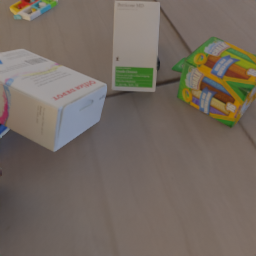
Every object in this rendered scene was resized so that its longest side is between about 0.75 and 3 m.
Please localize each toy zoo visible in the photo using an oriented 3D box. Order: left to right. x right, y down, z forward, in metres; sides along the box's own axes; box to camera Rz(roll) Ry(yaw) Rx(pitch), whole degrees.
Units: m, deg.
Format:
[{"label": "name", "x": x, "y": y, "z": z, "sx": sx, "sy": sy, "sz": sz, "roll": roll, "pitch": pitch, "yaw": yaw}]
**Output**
[{"label": "toy zoo", "x": -3.965, "y": -4.980, "z": 11.520, "sx": 1.211, "sy": 0.189, "sz": 1.846, "roll": 32, "pitch": 59, "yaw": 21}]

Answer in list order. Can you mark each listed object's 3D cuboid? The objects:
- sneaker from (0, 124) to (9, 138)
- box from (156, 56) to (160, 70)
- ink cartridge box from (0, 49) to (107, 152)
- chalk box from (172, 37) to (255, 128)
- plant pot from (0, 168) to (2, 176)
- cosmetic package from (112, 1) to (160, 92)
[{"label": "sneaker", "x": -3.686, "y": 0.188, "z": 7.461, "sx": 0.526, "sy": 0.597, "sz": 1.340, "roll": 13, "pitch": 62, "yaw": 9}, {"label": "box", "x": 0.393, "y": -2.495, "z": 9.596, "sx": 1.103, "sy": 0.357, "sz": 1.399, "roll": -7, "pitch": 54, "yaw": -7}, {"label": "ink cartridge box", "x": -2.381, "y": -0.876, "z": 7.353, "sx": 2.991, "sy": 1.266, "sz": 2.161, "roll": 24, "pitch": 31, "yaw": 16}, {"label": "chalk box", "x": 2.476, "y": -1.483, "z": 8.135, "sx": 2.457, "sy": 1.523, "sz": 1.534, "roll": 34, "pitch": 60, "yaw": 22}, {"label": "plant pot", "x": -4.362, "y": 1.761, "z": 5.129, "sx": 2.961, "sy": 2.961, "sz": 2.931, "roll": 8, "pitch": 63, "yaw": 6}, {"label": "cosmetic package", "x": 0.213, "y": -2.325, "z": 8.227, "sx": 1.311, "sy": 2.437, "sz": 1.034, "roll": 1, "pitch": 11, "yaw": 2}]
